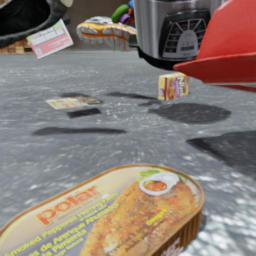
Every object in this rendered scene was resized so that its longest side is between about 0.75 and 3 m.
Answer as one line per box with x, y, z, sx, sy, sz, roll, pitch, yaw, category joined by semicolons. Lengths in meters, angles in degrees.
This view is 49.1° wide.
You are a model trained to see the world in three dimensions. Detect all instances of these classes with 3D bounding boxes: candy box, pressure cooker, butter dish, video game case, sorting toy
1.966;-1.792;11.954;0.470;0.971;1.664;16;24;38;candy box
1.414;-2.881;7.615;2.471;2.766;2.433;-39;55;-24;pressure cooker
2.727;-1.681;4.815;2.925;2.168;2.933;5;7;-21;butter dish
-2.308;-2.761;7.528;1.086;1.519;0.133;-31;15;-19;video game case
0.109;-3.411;8.599;0.539;0.789;1.313;49;43;5;sorting toy

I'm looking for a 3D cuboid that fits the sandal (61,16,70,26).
-2.900;-3.881;9.472;1.048;0.629;2.790;-31;38;-33;sandal

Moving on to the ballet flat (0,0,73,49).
-2.124;-2.174;5.536;2.596;0.863;0.738;-22;22;21;ballet flat

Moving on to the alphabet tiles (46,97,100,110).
-2.139;-1.010;11.042;1.845;0.070;1.542;-10;21;-27;alphabet tiles

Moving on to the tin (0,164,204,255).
-0.205;1.236;3.554;1.636;0.612;2.922;21;27;38;tin

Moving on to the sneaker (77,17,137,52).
-0.596;-3.576;10.322;2.563;1.003;0.990;18;53;15;sneaker
